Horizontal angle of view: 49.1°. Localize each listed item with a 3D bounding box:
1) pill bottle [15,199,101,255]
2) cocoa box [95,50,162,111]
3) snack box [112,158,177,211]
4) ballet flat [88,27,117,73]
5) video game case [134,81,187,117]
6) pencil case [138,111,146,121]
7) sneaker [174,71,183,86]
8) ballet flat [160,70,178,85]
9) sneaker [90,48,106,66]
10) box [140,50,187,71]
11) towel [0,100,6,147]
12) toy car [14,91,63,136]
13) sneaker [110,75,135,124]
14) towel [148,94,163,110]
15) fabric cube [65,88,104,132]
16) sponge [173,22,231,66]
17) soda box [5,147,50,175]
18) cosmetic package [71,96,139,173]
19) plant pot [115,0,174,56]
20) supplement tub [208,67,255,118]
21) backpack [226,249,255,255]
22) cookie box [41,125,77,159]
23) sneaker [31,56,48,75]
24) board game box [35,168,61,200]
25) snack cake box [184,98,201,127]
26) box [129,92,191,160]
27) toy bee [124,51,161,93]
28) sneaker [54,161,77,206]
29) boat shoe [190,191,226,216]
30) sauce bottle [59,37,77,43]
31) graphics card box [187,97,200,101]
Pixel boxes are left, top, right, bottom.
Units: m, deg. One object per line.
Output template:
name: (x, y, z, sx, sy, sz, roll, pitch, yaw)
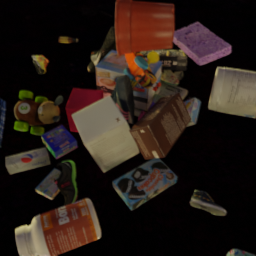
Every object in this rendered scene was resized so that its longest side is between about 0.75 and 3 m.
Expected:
pill bottle: (-1.901, 2.835, 7.718, 2.110, 1.183, 1.183, -16, 46, -16)
cocoa box: (0.034, -2.085, 12.042, 2.431, 1.595, 1.621, 18, 47, 17)
snack box: (0.566, 1.813, 9.386, 1.901, 0.353, 1.104, -26, 50, -24)
ballet flat: (-1.132, -3.638, 13.498, 0.962, 2.893, 0.822, -26, 81, -47)
video game case: (0.862, -1.427, 12.772, 2.872, 0.316, 2.618, 25, 49, 22)
pencil case: (0.998, -0.155, 10.573, 1.297, 0.588, 0.607, 23, 39, -7)
sneaker: (2.277, -2.408, 13.784, 0.519, 0.444, 1.193, 11, 40, 36)
ballet flat: (1.769, -2.518, 13.307, 0.708, 0.598, 1.871, -8, 25, -23)
sneaker: (-1.322, -3.064, 11.889, 0.512, 1.290, 0.477, 44, 69, -9)
box: (1.643, -3.407, 13.759, 2.351, 0.716, 2.916, 2, 21, 8)
towel: (-5.199, 0.503, 9.426, 2.168, 0.357, 2.994, -7, 72, 18)
toy car: (-3.181, -0.609, 10.499, 1.828, 1.442, 1.501, -6, 74, 34)
sneaker: (-0.414, -0.933, 10.497, 1.218, 2.969, 1.041, 3, 64, 6)
towel: (1.449, -0.462, 11.364, 1.418, 0.225, 1.975, 20, 61, 5)
fabric cube: (-1.663, -0.676, 11.260, 1.285, 1.281, 1.261, 6, 47, 5)
sponge: (3.203, -3.869, 12.711, 1.565, 0.419, 2.806, -23, 44, -6)
soda box: (-3.556, 1.170, 9.947, 1.431, 0.488, 0.454, -13, 44, -14)
cosmetic package: (-0.753, 0.231, 9.715, 1.529, 1.828, 1.520, -28, 49, -5)
plant pot: (0.611, -3.516, 9.802, 1.923, 1.977, 1.977, 1, 44, 5)
supplement tub: (4.964, -1.395, 11.600, 2.878, 1.898, 1.898, 11, 45, 13)
backpack: (2.905, 3.712, 6.758, 1.475, 1.310, 1.111, 20, 52, 14)
cookie box: (-2.625, 0.521, 10.664, 0.952, 0.418, 1.113, -30, 51, -25)
sneaker: (-4.481, -3.365, 14.544, 0.748, 0.647, 1.657, -17, 46, -20)
board game box: (-2.525, 1.875, 9.420, 0.668, 0.170, 0.994, 21, 47, 21)
snack cake box: (2.474, -0.615, 11.255, 0.365, 0.625, 1.087, 33, 60, -24)
box: (1.139, -0.103, 9.265, 0.873, 1.167, 2.330, -14, 22, 41)
toy bee: (0.521, -1.914, 10.400, 1.341, 1.615, 2.468, 27, 56, -28)
sneaker: (-2.012, 1.854, 8.925, 0.698, 0.639, 1.665, 2, 57, -21)
boat shoe: (2.548, 2.334, 8.804, 1.121, 0.397, 0.509, 16, 51, 19)
sauce bottle: (-3.568, -5.213, 16.669, 1.082, 0.357, 0.357, 5, 44, 2)
graphics card box: (2.826, -1.014, 12.354, 0.552, 0.224, 0.880, 14, 39, 17)
